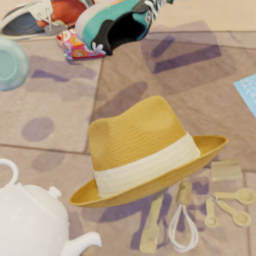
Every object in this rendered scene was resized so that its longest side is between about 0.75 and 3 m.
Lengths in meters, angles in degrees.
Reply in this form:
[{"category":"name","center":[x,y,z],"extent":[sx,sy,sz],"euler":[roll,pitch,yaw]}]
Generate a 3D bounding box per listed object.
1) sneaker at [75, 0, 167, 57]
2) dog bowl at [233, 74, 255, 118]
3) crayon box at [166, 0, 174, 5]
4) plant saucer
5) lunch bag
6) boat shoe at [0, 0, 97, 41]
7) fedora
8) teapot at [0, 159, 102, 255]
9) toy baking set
[{"category":"sneaker","center":[0.219,-2.054,4.885],"extent":[2.302,0.821,0.920],"euler":[-42,60,-7]},{"category":"dog bowl","center":[2.237,-0.413,4.662],"extent":[0.400,1.613,0.899],"euler":[-34,70,24]},{"category":"crayon box","center":[1.098,-4.056,7.934],"extent":[0.311,1.068,0.634],"euler":[30,99,27]},{"category":"plant saucer","center":[-2.315,-1.144,5.113],"extent":[0.991,0.191,0.991],"euler":[-5,106,-20]},{"category":"lunch bag","center":[-1.592,-3.251,9.320],"extent":[1.769,0.823,2.008],"euler":[-7,64,-3]},{"category":"boat shoe","center":[-2.031,-2.701,6.859],"extent":[2.777,0.989,0.869],"euler":[1,46,28]},{"category":"fedora","center":[0.150,0.252,4.792],"extent":[3.001,3.001,1.224],"euler":[-23,92,-11]},{"category":"teapot","center":[-1.348,1.238,3.761],"extent":[1.463,1.483,1.083],"euler":[13,60,50]},{"category":"toy baking set","center":[1.222,1.330,5.511],"extent":[2.571,0.299,1.973],"euler":[-23,36,-2]}]
